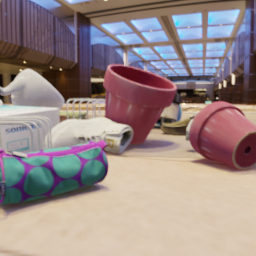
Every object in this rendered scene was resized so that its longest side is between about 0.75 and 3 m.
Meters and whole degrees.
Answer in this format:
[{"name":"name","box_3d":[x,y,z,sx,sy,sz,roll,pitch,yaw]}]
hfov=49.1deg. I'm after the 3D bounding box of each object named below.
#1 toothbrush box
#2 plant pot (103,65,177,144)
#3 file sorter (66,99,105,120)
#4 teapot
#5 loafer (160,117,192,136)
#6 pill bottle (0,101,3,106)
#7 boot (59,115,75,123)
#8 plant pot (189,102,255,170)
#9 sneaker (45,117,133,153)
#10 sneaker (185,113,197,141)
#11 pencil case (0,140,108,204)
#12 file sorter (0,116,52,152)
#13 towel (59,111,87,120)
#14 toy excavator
[{"name":"toothbrush box","box_3d":[-3.359,0.006,7.582,2.519,1.074,1.844,4,11,33]},{"name":"plant pot","box_3d":[0.161,-0.671,8.537,2.153,1.927,2.153,15,23,-7]},{"name":"file sorter","box_3d":[-1.406,-0.516,11.521,1.473,1.322,2.123,-7,10,-43]},{"name":"teapot","box_3d":[-3.687,-1.043,10.882,2.203,1.609,2.175,42,-13,-16]},{"name":"loafer","box_3d":[2.185,-0.075,10.400,2.022,0.682,0.769,3,7,26]},{"name":"pill bottle","box_3d":[-5.456,-0.661,11.356,0.913,0.913,1.578,-1,-33,-5]},{"name":"boot","box_3d":[-3.132,-0.298,13.011,1.424,0.515,1.184,6,6,19]},{"name":"plant pot","box_3d":[2.157,0.232,5.904,1.328,1.328,1.188,-3,23,-22]},{"name":"sneaker","box_3d":[-0.848,0.250,7.025,1.311,0.836,2.269,15,24,37]},{"name":"sneaker","box_3d":[2.533,0.297,7.353,2.045,0.823,0.781,20,-4,6]},{"name":"pencil case","box_3d":[-1.128,0.596,4.107,1.671,0.772,0.711,-5,31,-39]},{"name":"file sorter","box_3d":[-2.072,0.360,5.077,1.183,1.062,1.705,-1,6,-5]},{"name":"towel","box_3d":[-3.604,-0.738,17.119,1.878,0.462,2.531,1,6,2]},{"name":"toy excavator","box_3d":[1.171,-0.697,13.498,2.859,1.469,2.941,10,-7,14]}]
